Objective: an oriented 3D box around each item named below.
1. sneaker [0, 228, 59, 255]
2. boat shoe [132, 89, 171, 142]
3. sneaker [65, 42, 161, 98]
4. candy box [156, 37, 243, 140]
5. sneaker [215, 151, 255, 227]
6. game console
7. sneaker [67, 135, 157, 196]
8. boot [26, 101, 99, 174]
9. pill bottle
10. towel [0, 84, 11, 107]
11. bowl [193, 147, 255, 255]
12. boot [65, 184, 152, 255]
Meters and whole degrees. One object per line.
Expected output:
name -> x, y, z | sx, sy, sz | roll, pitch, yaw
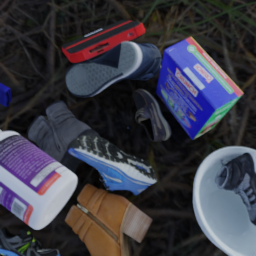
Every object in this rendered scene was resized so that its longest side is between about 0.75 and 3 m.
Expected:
sneaker -> -2.536, 2.935, 7.016 | 1.689, 0.599, 0.700 | 15, 73, 4
boat shoe -> 0.562, -0.368, 8.022 | 0.634, 0.644, 1.729 | -20, 69, -33
sneaker -> -0.344, -1.711, 8.394 | 2.831, 2.046, 1.076 | -13, 96, 36
candy box -> 1.699, -0.929, 7.443 | 0.873, 2.265, 1.915 | -32, 74, -10
sneaker -> 2.727, 1.544, 6.838 | 1.065, 0.706, 1.871 | -9, 94, -5
game console -> -0.807, -2.653, 8.452 | 2.326, 2.057, 0.361 | -26, 118, -9
sneaker -> -0.485, 1.078, 7.077 | 2.420, 0.950, 1.079 | 31, 110, -17
boot -> -2.232, 0.710, 7.729 | 1.815, 0.962, 2.757 | 37, 77, 23
pill bottle -> -2.528, 0.959, 6.266 | 2.518, 1.403, 1.403 | 34, 75, 9
towel -> -3.903, -1.197, 7.861 | 1.304, 0.963, 0.323 | 31, 59, -7
bowl -> 2.700, 1.939, 6.890 | 2.730, 1.227, 2.730 | 5, 61, -9
boot -> -0.811, 2.851, 6.979 | 1.985, 0.945, 2.566 | 26, 73, 16
